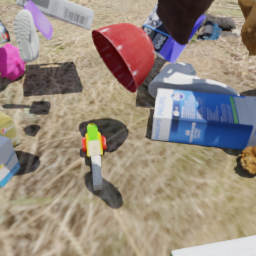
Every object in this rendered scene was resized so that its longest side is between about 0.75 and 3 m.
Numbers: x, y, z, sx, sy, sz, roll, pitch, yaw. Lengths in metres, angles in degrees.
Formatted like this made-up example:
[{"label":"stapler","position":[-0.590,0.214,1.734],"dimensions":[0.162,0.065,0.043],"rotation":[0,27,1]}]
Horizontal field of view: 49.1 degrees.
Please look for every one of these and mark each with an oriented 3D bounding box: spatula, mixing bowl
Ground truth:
[{"label":"spatula","position":[-2.167,-2.886,5.467],"dimensions":[0.250,2.430,0.687],"rotation":[-13,44,11]},{"label":"mixing bowl","position":[0.005,-1.481,5.457],"dimensions":[0.767,1.417,1.417],"rotation":[-38,49,-9]}]

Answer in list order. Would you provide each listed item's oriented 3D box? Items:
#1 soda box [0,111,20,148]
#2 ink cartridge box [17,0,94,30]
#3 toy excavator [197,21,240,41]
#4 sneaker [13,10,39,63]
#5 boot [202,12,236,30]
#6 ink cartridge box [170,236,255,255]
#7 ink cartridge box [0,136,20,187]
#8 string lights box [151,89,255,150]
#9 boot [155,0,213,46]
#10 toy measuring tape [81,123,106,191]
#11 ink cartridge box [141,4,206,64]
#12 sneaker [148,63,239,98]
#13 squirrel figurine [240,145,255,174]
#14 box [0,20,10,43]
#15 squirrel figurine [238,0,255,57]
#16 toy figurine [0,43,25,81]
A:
[{"label":"soda box","position":[-3.713,-0.179,6.861],"dimensions":[2.320,0.786,0.742],"rotation":[25,45,28]},{"label":"ink cartridge box","position":[-2.031,-3.223,7.584],"dimensions":[1.800,0.632,2.215],"rotation":[11,12,-24]},{"label":"toy excavator","position":[2.424,-2.562,7.535],"dimensions":[0.865,0.432,0.841],"rotation":[8,4,-18]},{"label":"sneaker","position":[-1.880,-1.736,5.297],"dimensions":[0.361,0.946,0.381],"rotation":[17,31,15]},{"label":"boot","position":[4.008,-5.023,13.050],"dimensions":[1.658,0.659,1.905],"rotation":[1,44,-6]},{"label":"ink cartridge box","position":[2.116,2.301,3.750],"dimensions":[2.896,0.859,1.503],"rotation":[-7,40,-8]},{"label":"ink cartridge box","position":[-2.772,0.644,5.780],"dimensions":[0.643,0.873,0.632],"rotation":[14,41,16]},{"label":"string lights box","position":[1.927,-0.251,6.972],"dimensions":[2.551,0.752,1.311],"rotation":[6,40,8]},{"label":"boot","position":[0.384,-1.528,2.728],"dimensions":[0.434,0.997,1.198],"rotation":[-24,71,-22]},{"label":"toy measuring tape","position":[-0.729,0.641,6.227],"dimensions":[0.602,0.602,1.636],"rotation":[-6,62,-7]},{"label":"ink cartridge box","position":[1.086,-2.722,7.714],"dimensions":[1.516,1.501,0.329],"rotation":[39,9,34]},{"label":"sneaker","position":[2.020,-1.349,8.200],"dimensions":[2.517,0.927,1.455],"rotation":[14,44,19]},{"label":"squirrel figurine","position":[2.881,0.776,5.940],"dimensions":[0.955,0.676,0.892],"rotation":[-8,48,13]},{"label":"box","position":[-6.234,-4.314,12.188],"dimensions":[1.518,0.479,2.758],"rotation":[-21,43,-23]},{"label":"squirrel figurine","position":[3.236,-1.980,5.179],"dimensions":[2.062,1.563,2.209],"rotation":[20,80,-18]},{"label":"toy figurine","position":[-4.498,-2.211,9.155],"dimensions":[2.215,1.807,2.407],"rotation":[6,13,-14]}]
